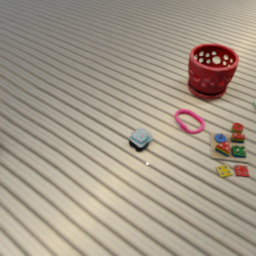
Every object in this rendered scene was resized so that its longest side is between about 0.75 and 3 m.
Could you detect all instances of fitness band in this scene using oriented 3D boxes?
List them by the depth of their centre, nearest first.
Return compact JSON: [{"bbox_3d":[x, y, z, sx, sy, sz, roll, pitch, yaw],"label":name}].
[{"bbox_3d":[2.585,-0.298,11.884,1.011,0.264,1.408,-28,54,-24],"label":"fitness band"}]

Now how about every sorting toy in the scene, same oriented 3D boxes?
[{"bbox_3d":[3.892,0.709,10.761,1.332,0.467,2.762,7,46,7],"label":"sorting toy"}]

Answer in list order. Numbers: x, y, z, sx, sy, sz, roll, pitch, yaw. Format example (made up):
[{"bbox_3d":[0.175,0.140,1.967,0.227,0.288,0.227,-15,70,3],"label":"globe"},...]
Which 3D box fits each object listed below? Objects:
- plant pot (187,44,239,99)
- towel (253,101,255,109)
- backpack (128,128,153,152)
[{"bbox_3d":[3.760,-2.497,12.858,2.138,1.947,2.138,0,45,0],"label":"plant pot"},{"bbox_3d":[6.755,-0.634,12.255,2.097,0.245,1.600,-2,46,0],"label":"towel"},{"bbox_3d":[0.514,0.414,10.968,0.779,0.661,0.877,36,50,29],"label":"backpack"}]
